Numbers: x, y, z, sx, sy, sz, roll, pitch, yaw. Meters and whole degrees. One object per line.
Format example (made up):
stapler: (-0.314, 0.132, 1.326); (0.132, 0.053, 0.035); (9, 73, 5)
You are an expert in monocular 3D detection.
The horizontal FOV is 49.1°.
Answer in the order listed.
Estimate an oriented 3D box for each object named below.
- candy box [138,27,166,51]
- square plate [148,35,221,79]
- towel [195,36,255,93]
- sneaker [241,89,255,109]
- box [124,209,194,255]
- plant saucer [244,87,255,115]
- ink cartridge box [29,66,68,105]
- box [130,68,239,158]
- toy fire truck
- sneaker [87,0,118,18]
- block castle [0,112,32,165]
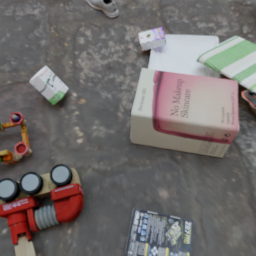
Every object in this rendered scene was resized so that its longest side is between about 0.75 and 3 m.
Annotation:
candy box: (0.901, -3.337, 10.535); (0.945, 0.338, 0.793); (-12, 47, 7)
square plate: (2.039, -2.508, 10.249); (2.501, 0.356, 2.477); (4, 55, 8)
towel: (3.991, -1.992, 9.097); (2.275, 0.349, 2.982); (-29, 52, -25)
sneaker: (3.479, -0.780, 7.641); (0.770, 0.315, 0.297); (31, 56, -10)
box: (0.696, 3.055, 6.673); (1.566, 0.477, 1.943); (8, 57, 7)
plant saucer: (5.061, -1.067, 9.224); (2.499, 0.368, 2.499); (-1, 65, 3)
ink cartridge box: (-2.551, -1.382, 9.081); (0.438, 1.040, 0.759); (-31, 25, 27)
box: (1.601, -0.452, 8.293); (2.848, 1.552, 1.821); (9, 57, 6)
toy fire truck: (-2.055, 2.224, 6.788); (2.039, 1.491, 2.317); (-14, 71, -9)
sneaker: (-1.088, -5.486, 12.061); (1.791, 0.734, 0.669); (37, 64, 21)
block castle: (-3.817, 0.390, 7.892); (1.934, 0.907, 1.293); (-13, 77, -6)
